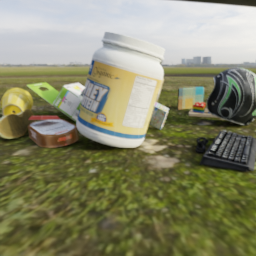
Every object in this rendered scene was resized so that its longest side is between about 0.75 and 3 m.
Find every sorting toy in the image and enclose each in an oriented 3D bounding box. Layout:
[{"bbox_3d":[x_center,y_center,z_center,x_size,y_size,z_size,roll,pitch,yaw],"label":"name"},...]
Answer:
[{"bbox_3d":[3.848,-0.928,13.821,1.509,0.528,1.518,4,14,18],"label":"sorting toy"}]

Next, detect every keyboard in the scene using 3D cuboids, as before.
[{"bbox_3d":[2.745,0.530,8.048,1.723,0.368,2.870,6,14,25],"label":"keyboard"}]

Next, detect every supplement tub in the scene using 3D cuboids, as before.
[{"bbox_3d":[-0.207,-1.115,8.416,2.161,2.988,2.161,15,12,-3],"label":"supplement tub"}]

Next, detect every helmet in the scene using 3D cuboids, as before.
[{"bbox_3d":[4.428,-1.347,11.404,2.204,2.101,2.204,16,14,-4],"label":"helmet"}]

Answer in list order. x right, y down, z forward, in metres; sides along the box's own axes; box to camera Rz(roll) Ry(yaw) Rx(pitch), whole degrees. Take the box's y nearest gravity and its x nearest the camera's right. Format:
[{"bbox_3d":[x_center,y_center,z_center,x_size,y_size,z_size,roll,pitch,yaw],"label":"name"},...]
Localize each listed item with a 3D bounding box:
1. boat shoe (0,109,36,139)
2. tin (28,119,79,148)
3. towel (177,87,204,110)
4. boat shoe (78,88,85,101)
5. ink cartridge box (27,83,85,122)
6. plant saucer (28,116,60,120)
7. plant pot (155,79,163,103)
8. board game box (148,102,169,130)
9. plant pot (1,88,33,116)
[{"bbox_3d":[-4.037,-0.095,9.803,0.726,0.841,2.307,-22,16,10],"label":"boat shoe"},{"bbox_3d":[-2.552,0.120,9.390,1.318,0.493,2.355,-19,22,-30],"label":"tin"},{"bbox_3d":[3.426,-1.626,15.349,1.630,1.195,0.177,-6,17,-21],"label":"towel"},{"bbox_3d":[-0.784,-0.975,11.485,2.570,0.794,0.936,26,6,-33],"label":"boat shoe"},{"bbox_3d":[-2.777,-1.545,12.531,2.720,1.030,2.010,36,16,0],"label":"ink cartridge box"},{"bbox_3d":[-2.869,-0.339,9.604,0.782,0.144,0.784,1,3,38],"label":"plant saucer"},{"bbox_3d":[0.808,-2.322,16.297,2.099,2.371,2.368,16,16,8],"label":"plant pot"},{"bbox_3d":[1.017,-0.473,10.401,0.766,1.139,0.195,28,58,11],"label":"board game box"},{"bbox_3d":[-5.016,-0.934,12.488,1.338,1.338,1.259,-2,29,-10],"label":"plant pot"}]
